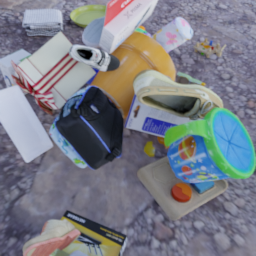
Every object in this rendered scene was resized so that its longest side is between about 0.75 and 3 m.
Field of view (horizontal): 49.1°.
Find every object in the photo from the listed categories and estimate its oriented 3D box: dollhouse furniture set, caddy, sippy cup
[{"bbox_3d":[2.239,-1.353,9.493,1.102,2.206,0.852,35,78,14],"label":"dollhouse furniture set"},{"bbox_3d":[-1.408,-2.471,12.155,1.583,0.831,1.119,20,48,19],"label":"caddy"},{"bbox_3d":[2.152,0.670,7.714,2.473,1.812,1.942,52,45,-5],"label":"sippy cup"}]

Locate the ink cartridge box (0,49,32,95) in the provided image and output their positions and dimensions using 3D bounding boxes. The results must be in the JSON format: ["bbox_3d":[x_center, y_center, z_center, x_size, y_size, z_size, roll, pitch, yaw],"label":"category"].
[{"bbox_3d":[-4.378,-2.173,11.346,0.689,1.574,1.143,31,53,23],"label":"ink cartridge box"}]

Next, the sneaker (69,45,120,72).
[{"bbox_3d":[-0.994,-2.165,8.832,1.684,0.624,0.745,10,9,-21],"label":"sneaker"}]

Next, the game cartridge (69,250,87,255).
[{"bbox_3d":[-1.184,4.066,5.609,1.818,0.567,2.730,22,62,14],"label":"game cartridge"}]

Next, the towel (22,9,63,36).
[{"bbox_3d":[-4.628,-5.712,15.331,2.044,0.875,1.693,-7,47,-9],"label":"towel"}]

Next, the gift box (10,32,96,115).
[{"bbox_3d":[-2.722,-1.904,9.832,2.166,2.141,2.320,-47,15,-14],"label":"gift box"}]

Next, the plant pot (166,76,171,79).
[{"bbox_3d":[1.198,-1.193,9.467,1.052,0.963,1.052,-7,47,8],"label":"plant pot"}]

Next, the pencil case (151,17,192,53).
[{"bbox_3d":[1.326,-3.065,10.036,0.895,1.972,0.820,39,50,-21],"label":"pencil case"}]

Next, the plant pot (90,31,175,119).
[{"bbox_3d":[-0.037,-1.721,10.405,2.683,2.683,2.456,30,68,26],"label":"plant pot"}]

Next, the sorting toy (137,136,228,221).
[{"bbox_3d":[1.395,1.267,8.778,2.106,0.378,2.826,-24,50,-21],"label":"sorting toy"}]

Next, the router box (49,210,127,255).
[{"bbox_3d":[-1.115,3.059,6.981,1.806,0.472,1.420,17,48,16],"label":"router box"}]

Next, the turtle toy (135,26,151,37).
[{"bbox_3d":[0.532,-3.467,11.972,1.131,1.631,2.238,-16,48,-11],"label":"turtle toy"}]

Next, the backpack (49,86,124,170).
[{"bbox_3d":[-1.163,-0.081,8.278,1.617,2.013,2.200,-27,27,23],"label":"backpack"}]

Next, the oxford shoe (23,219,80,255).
[{"bbox_3d":[-1.753,2.403,6.144,0.611,1.725,0.637,-48,69,5],"label":"oxford shoe"}]

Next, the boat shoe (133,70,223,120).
[{"bbox_3d":[1.478,-0.705,7.791,2.907,1.060,0.915,19,43,-26],"label":"boat shoe"}]

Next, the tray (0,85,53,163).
[{"bbox_3d":[-3.430,-0.132,8.887,0.259,2.337,1.255,-23,9,34],"label":"tray"}]

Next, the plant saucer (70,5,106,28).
[{"bbox_3d":[-2.012,-6.448,16.336,2.683,0.417,2.683,0,46,0],"label":"plant saucer"}]

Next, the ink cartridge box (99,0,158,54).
[{"bbox_3d":[0.124,-3.668,8.753,0.526,2.071,2.351,41,72,1],"label":"ink cartridge box"}]

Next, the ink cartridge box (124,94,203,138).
[{"bbox_3d":[1.407,-0.340,9.142,2.850,1.417,0.559,15,32,-8],"label":"ink cartridge box"}]

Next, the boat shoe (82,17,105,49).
[{"bbox_3d":[-0.641,-3.662,10.578,1.059,0.961,2.879,40,60,7],"label":"boat shoe"}]

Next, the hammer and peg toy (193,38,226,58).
[{"bbox_3d":[4.060,-3.859,13.747,1.050,0.503,1.427,-34,55,-31],"label":"hammer and peg toy"}]
